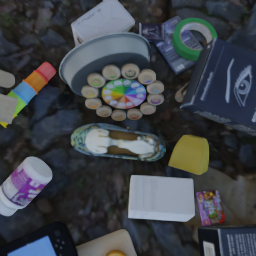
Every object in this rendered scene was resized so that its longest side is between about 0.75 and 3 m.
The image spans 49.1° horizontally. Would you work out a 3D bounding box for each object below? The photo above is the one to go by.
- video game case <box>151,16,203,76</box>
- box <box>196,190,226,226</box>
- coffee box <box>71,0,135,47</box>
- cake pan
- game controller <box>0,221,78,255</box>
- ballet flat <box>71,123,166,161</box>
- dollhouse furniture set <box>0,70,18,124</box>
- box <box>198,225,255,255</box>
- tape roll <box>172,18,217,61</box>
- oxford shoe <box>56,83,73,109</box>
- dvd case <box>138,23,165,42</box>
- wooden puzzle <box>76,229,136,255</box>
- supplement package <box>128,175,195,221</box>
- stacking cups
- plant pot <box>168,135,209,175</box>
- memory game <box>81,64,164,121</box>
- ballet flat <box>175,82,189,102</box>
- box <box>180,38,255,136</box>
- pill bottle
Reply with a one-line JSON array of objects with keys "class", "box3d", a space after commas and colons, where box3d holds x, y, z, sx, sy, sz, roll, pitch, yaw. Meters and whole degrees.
[{"class": "video game case", "box3d": [1.620, -2.768, 9.340, 1.294, 0.172, 1.812, -30, 76, -8]}, {"class": "box", "box3d": [2.346, 2.261, 7.962, 0.626, 0.179, 0.915, -9, 75, 0]}, {"class": "coffee box", "box3d": [-0.711, -2.392, 8.035, 1.352, 2.392, 0.955, -39, 86, -9]}, {"class": "cake pan", "box3d": [-0.548, -1.592, 7.728, 2.608, 2.608, 0.478, -17, 73, -5]}, {"class": "game controller", "box3d": [-2.412, 3.346, 7.228, 2.358, 0.497, 1.230, -27, 73, 11]}, {"class": "ballet flat", "box3d": [-0.314, 0.403, 8.020, 2.832, 1.051, 1.051, 4, 75, 2]}, {"class": "dollhouse furniture set", "box3d": [-4.143, -1.394, 8.341, 1.598, 1.961, 1.865, 16, 95, -30]}, {"class": "box", "box3d": [3.331, 3.064, 6.568, 2.856, 2.120, 1.529, -3, 71, 1]}, {"class": "tape roll", "box3d": [2.153, -2.885, 9.104, 1.413, 0.340, 1.413, 1, 72, -4]}, {"class": "oxford shoe", "box3d": [-1.956, -0.921, 8.624, 0.370, 0.430, 1.018, 30, 48, -14]}, {"class": "dvd case", "box3d": [0.782, -3.165, 9.299, 0.903, 0.072, 0.671, 1, 72, -3]}, {"class": "wooden puzzle", "box3d": [-0.652, 4.145, 7.266, 2.161, 0.540, 2.333, -20, 76, -5]}, {"class": "supplement package", "box3d": [0.855, 1.903, 7.503, 1.639, 0.961, 0.958, 4, 61, 0]}, {"class": "stacking cups", "box3d": [-3.141, -1.050, 8.595, 0.706, 0.706, 2.333, 40, 74, 10]}, {"class": "plant pot", "box3d": [1.755, 0.676, 7.753, 0.896, 0.890, 0.916, 14, 97, 28]}, {"class": "memory game", "box3d": [-0.132, -0.878, 7.722, 2.301, 2.301, 0.147, -1, 55, 0]}, {"class": "ballet flat", "box3d": [2.097, -1.330, 8.770, 1.451, 0.488, 0.494, -44, 90, -11]}, {"class": "box", "box3d": [3.053, -1.040, 7.866, 2.580, 1.346, 1.909, 22, 89, -2]}, {"class": "pill bottle", "box3d": [-2.902, 1.621, 7.652, 0.891, 0.891, 1.588, 45, 98, 11]}]
